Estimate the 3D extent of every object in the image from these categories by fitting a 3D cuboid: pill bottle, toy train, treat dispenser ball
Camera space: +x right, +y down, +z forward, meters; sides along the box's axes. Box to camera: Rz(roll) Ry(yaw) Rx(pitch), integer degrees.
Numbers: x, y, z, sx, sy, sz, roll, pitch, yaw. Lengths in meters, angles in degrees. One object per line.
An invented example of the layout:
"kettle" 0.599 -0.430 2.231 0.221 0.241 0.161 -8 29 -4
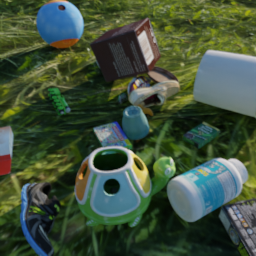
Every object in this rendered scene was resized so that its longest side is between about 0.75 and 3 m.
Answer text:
"pill bottle" 2.364 1.680 8.138 2.280 1.263 1.263 -20 44 -24
"toy train" -3.037 -1.178 12.267 0.550 0.407 1.952 -10 40 -28
"treat dispenser ball" -3.954 -6.016 16.302 2.638 2.638 2.638 0 40 0

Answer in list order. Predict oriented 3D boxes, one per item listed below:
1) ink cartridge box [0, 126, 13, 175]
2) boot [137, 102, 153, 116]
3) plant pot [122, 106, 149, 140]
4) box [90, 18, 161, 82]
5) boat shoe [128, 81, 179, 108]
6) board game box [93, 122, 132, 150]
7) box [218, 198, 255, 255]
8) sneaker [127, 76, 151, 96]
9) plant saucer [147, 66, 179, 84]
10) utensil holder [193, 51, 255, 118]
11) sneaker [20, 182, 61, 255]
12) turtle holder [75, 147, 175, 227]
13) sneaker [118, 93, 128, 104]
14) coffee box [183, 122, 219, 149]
"ink cartridge box" -4.962 0.856 9.722 1.687 0.522 2.081 -10 38 -11
"boot" 0.621 -0.631 11.514 0.571 0.797 0.280 -48 19 -20
"plant pot" 0.221 -0.244 10.546 1.035 0.972 1.035 -8 42 7
"box" -0.063 -3.689 13.365 2.436 2.021 2.000 -6 33 29
"boat shoe" 1.247 -1.350 12.168 2.442 0.900 0.845 -18 53 -16
"board game box" -0.611 0.389 10.502 0.995 0.215 1.478 -17 42 -18
"box" 3.756 2.917 7.232 1.877 0.519 2.342 -9 41 -12
"sneaker" 0.532 -1.863 12.818 0.841 0.699 1.866 5 40 16
"plant saucer" 1.612 -2.428 13.501 1.712 0.275 1.712 16 37 -12
"utensil holder" 4.418 -1.849 11.543 2.807 2.385 2.385 19 43 25
"sneaker" -2.325 2.363 7.619 1.010 0.864 2.437 -18 40 -10
"turtle holder" -0.168 1.563 7.744 2.655 1.886 2.018 10 41 15
"sneaker" -0.236 -1.317 12.463 0.351 0.321 0.823 13 41 15
"coffee box" 2.755 0.265 10.567 1.254 0.276 0.771 -27 42 -29
